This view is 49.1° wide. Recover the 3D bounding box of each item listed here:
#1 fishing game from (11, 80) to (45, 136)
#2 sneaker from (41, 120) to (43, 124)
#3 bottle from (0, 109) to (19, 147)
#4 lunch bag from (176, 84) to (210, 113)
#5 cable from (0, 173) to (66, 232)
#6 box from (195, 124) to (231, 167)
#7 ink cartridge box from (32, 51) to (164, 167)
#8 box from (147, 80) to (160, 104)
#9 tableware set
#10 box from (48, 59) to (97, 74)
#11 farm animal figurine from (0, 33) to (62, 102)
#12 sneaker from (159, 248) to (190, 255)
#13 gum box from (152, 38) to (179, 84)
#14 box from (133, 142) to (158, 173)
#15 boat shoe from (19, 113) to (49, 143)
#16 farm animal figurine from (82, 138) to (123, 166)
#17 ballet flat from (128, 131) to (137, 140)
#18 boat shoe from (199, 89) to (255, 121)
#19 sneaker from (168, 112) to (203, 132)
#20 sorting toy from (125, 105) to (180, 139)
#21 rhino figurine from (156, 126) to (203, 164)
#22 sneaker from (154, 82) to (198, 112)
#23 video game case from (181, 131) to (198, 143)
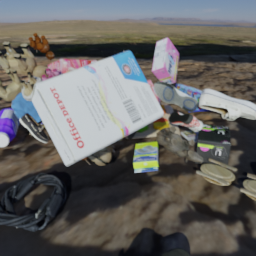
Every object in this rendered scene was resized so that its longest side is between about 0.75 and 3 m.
[{"bbox_3d":[-4.284,-0.903,12.052,0.346,2.226,1.594,-17,18,40],"label":"fishing game"},{"bbox_3d":[-2.906,-0.646,10.159,0.520,1.311,0.485,3,50,-2],"label":"sneaker"},{"bbox_3d":[-4.939,0.009,11.315,0.764,0.978,2.340,-10,25,-10],"label":"bottle"},{"bbox_3d":[3.870,-1.546,14.813,2.362,1.111,1.778,1,21,-20],"label":"lunch bag"},{"bbox_3d":[-2.651,1.993,7.749,1.728,0.538,2.118,-3,27,6],"label":"cable"},{"bbox_3d":[3.053,0.603,10.096,1.112,0.931,1.497,7,26,15],"label":"box"},{"bbox_3d":[-0.824,-0.553,7.665,2.914,2.106,1.234,-27,-1,-28],"label":"ink cartridge box"},{"bbox_3d":[0.913,-1.423,11.724,0.518,1.010,0.478,-19,32,27],"label":"box"},{"bbox_3d":[3.234,1.713,8.327,2.308,0.462,1.525,21,20,27],"label":"tableware set"},{"bbox_3d":[-1.864,-0.961,9.871,1.360,2.728,1.302,-8,6,-37],"label":"box"},{"bbox_3d":[-3.157,-1.704,9.079,2.062,1.284,2.553,-18,54,-5],"label":"farm animal figurine"},{"bbox_3d":[0.377,2.869,5.005,0.947,1.132,2.495,20,30,39],"label":"sneaker"},{"bbox_3d":[1.706,-3.014,12.615,0.628,1.078,1.900,-11,54,36],"label":"gum box"},{"bbox_3d":[0.596,0.950,9.301,0.794,0.310,1.302,-7,27,10],"label":"box"},{"bbox_3d":[-3.358,0.006,10.230,1.310,0.395,0.484,45,13,-1],"label":"boat shoe"},{"bbox_3d":[-0.681,0.315,9.775,2.282,1.147,1.843,-57,18,-22],"label":"farm animal figurine"},{"bbox_3d":[0.256,0.106,11.278,0.282,0.837,0.194,30,3,30],"label":"ballet flat"},{"bbox_3d":[4.773,-0.828,13.170,2.998,1.047,1.063,21,-17,2],"label":"boat shoe"},{"bbox_3d":[2.105,-0.196,10.275,0.791,0.493,1.475,31,-6,-21],"label":"sneaker"},{"bbox_3d":[0.940,-0.365,12.209,2.378,0.434,2.201,-2,37,-1],"label":"sorting toy"},{"bbox_3d":[1.646,0.607,8.634,0.852,1.948,0.582,-4,55,58],"label":"rhino figurine"},{"bbox_3d":[1.547,-1.047,9.397,1.612,0.601,0.702,29,14,-9],"label":"sneaker"},{"bbox_3d":[2.850,0.338,11.657,1.005,0.111,0.914,-9,26,-16],"label":"video game case"}]
